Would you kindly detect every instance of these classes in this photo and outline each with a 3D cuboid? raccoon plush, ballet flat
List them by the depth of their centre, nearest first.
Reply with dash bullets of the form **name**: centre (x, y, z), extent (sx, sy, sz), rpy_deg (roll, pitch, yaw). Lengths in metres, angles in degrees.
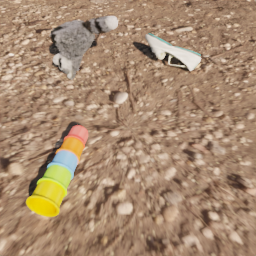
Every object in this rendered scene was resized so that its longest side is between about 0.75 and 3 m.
- **raccoon plush**: centre (-1.487, -2.641, 9.604), extent (2.638, 1.767, 1.276), rpy_deg (3, 40, 26)
- **ballet flat**: centre (1.557, -2.840, 10.622), extent (2.379, 0.826, 0.826), rpy_deg (30, 49, 19)

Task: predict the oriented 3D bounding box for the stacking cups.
- **stacking cups**: centre (-1.576, 0.865, 6.634), extent (0.720, 0.720, 2.380), rpy_deg (6, 42, 7)
